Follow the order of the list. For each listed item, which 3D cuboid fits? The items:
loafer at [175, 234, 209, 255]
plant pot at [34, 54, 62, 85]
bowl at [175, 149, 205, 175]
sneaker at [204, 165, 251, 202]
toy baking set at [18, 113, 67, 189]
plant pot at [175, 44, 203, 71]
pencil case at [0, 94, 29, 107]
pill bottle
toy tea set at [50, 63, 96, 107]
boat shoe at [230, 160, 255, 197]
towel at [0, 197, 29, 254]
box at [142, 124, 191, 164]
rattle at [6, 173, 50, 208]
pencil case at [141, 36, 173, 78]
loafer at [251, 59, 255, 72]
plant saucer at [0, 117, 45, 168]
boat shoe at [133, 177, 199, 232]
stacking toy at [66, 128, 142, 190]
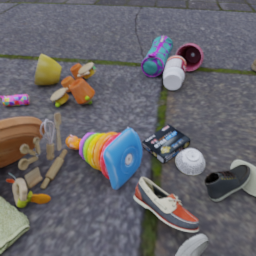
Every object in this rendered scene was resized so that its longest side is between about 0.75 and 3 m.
[{"bbox_3d":[1.149,2.776,5.648,1.493,0.522,0.521,-37,37,-20],"label":"loafer"},{"bbox_3d":[-3.232,-2.277,11.465,0.896,1.262,1.262,14,38,-13],"label":"plant pot"},{"bbox_3d":[1.815,0.884,8.008,0.861,0.404,0.861,1,52,-1],"label":"bowl"},{"bbox_3d":[2.558,1.254,7.117,1.328,0.705,0.497,-37,34,-10],"label":"sneaker"},{"bbox_3d":[-2.117,0.632,7.408,0.233,1.535,2.000,12,51,24],"label":"toy baking set"},{"bbox_3d":[2.845,-3.226,12.629,1.195,1.195,1.069,17,28,20],"label":"plant pot"},{"bbox_3d":[-4.200,-1.030,10.444,0.981,0.434,0.434,-6,40,-9],"label":"pencil case"},{"bbox_3d":[1.913,-2.267,11.584,0.869,0.869,1.587,8,41,10],"label":"pill bottle"},{"bbox_3d":[-1.861,-1.655,11.071,1.604,0.998,2.697,-17,36,28],"label":"toy tea set"},{"bbox_3d":[3.562,1.510,7.335,0.657,0.698,1.943,12,18,-43],"label":"boat shoe"},{"bbox_3d":[-3.696,2.189,6.518,2.490,0.454,1.848,25,45,27],"label":"towel"},{"bbox_3d":[1.183,0.472,8.678,1.210,0.278,0.962,-31,50,-27],"label":"box"},{"bbox_3d":[-2.633,1.543,7.305,0.815,0.743,1.140,-17,22,-29],"label":"rattle"},{"bbox_3d":[1.328,-3.265,12.605,1.026,1.115,2.412,11,42,12],"label":"pencil case"},{"bbox_3d":[6.612,-2.555,11.937,2.535,0.855,0.964,22,44,24],"label":"loafer"},{"bbox_3d":[-3.310,0.558,7.148,2.528,2.528,0.408,-24,76,-26],"label":"plant saucer"},{"bbox_3d":[0.896,1.800,6.642,1.832,0.573,0.652,25,11,39],"label":"boat shoe"},{"bbox_3d":[-0.907,0.628,8.030,2.405,1.396,1.320,12,39,36],"label":"stacking toy"}]
